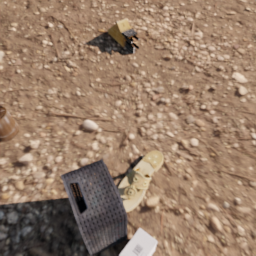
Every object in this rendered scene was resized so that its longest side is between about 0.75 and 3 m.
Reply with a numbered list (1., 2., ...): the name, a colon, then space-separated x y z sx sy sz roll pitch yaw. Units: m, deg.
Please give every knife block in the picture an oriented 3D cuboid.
1. knife block: -0.174 -4.598 14.476 0.631 1.732 1.973 -28 13 -20

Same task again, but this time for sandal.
1. sandal: 0.382 1.608 9.609 0.951 0.853 2.594 27 58 23

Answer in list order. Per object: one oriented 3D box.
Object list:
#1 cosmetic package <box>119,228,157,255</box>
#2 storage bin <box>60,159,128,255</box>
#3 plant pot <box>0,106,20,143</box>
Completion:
1. cosmetic package: 0.248 3.626 8.028 0.656 1.068 1.064 32 60 23
2. storage bin: -0.907 2.339 8.010 1.230 2.624 1.774 -21 56 -14
3. plant pot: -4.933 -0.201 10.825 1.134 1.123 1.134 0 54 -1
